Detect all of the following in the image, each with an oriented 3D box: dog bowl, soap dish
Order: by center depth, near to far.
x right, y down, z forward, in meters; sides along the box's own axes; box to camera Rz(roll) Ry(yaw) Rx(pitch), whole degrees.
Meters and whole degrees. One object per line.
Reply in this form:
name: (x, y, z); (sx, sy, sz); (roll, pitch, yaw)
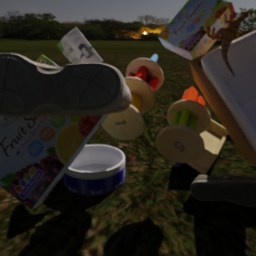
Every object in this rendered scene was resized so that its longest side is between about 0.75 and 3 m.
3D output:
soap dish: (2.769, -0.693, 6.000); (2.033, 2.583, 1.049); (-26, -15, -9)
dog bowl: (-0.959, 1.119, 7.803); (1.742, 0.686, 1.742); (0, 20, 0)

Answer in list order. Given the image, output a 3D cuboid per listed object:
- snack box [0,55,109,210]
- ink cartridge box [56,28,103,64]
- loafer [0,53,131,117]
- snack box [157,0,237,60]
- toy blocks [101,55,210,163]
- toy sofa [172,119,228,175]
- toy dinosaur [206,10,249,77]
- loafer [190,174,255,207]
snack box: (-1.543, 0.051, 4.913); (1.545, 2.173, 0.576); (35, -10, 4)
ink cartridge box: (-1.065, -1.626, 6.115); (0.376, 0.895, 0.651); (-47, 20, -22)
loafer: (-1.202, -0.506, 4.135); (2.560, 0.920, 0.805); (7, -9, 16)
snack box: (1.662, -2.488, 6.917); (0.501, 1.479, 1.248); (38, 4, -47)
toy blocks: (0.911, -0.756, 7.006); (2.437, 1.062, 2.924); (22, 44, 4)
toy sofa: (2.402, 0.632, 9.029); (0.973, 1.146, 2.349); (34, 30, 14)
toy dinosaur: (1.987, -1.831, 5.643); (0.770, 1.449, 0.438); (20, -7, 33)
loafer: (2.561, 1.416, 6.921); (1.993, 0.750, 0.694); (4, 25, 12)
